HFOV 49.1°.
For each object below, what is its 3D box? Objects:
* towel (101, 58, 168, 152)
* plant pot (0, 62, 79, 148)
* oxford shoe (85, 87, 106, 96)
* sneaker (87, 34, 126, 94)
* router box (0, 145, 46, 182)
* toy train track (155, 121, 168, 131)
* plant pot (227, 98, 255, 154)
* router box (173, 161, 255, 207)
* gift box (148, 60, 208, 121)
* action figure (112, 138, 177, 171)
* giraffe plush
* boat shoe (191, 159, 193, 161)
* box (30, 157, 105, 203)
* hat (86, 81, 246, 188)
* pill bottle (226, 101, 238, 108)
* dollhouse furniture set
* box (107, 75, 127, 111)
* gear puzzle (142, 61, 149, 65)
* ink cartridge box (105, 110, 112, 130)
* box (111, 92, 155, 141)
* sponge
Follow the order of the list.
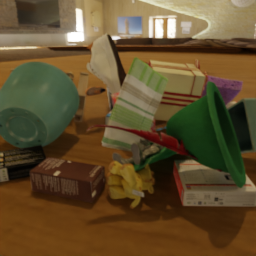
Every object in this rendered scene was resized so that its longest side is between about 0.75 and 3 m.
[{"bbox_3d":[0.252,-0.442,7.033,0.337,2.194,1.637,23,3,34],"label":"towel"},{"bbox_3d":[-2.770,-0.492,8.165,2.299,2.299,1.845,2,36,5],"label":"plant pot"},{"bbox_3d":[-1.104,-1.257,9.519,0.298,0.292,0.819,11,24,36],"label":"oxford shoe"},{"bbox_3d":[-0.790,-1.977,10.502,1.233,2.913,1.061,-22,-16,18],"label":"sneaker"},{"bbox_3d":[-2.774,0.875,6.967,1.404,0.359,1.047,-8,22,-21],"label":"router box"},{"bbox_3d":[1.286,0.022,9.319,1.941,0.316,1.113,-14,25,-33],"label":"toy train track"},{"bbox_3d":[3.410,-0.075,7.027,1.309,1.285,1.281,-8,-8,1],"label":"plant pot"},{"bbox_3d":[1.838,1.174,6.157,1.495,0.365,1.342,0,21,1],"label":"router box"},{"bbox_3d":[1.605,-1.383,9.680,1.930,1.907,2.066,7,30,-2],"label":"gift box"},{"bbox_3d":[0.880,0.473,7.087,1.727,0.799,2.924,-27,-8,37],"label":"action figure"},{"bbox_3d":[0.158,1.095,5.880,1.026,0.885,0.832,25,24,34],"label":"giraffe plush"},{"bbox_3d":[2.038,0.556,7.610,0.517,0.509,1.388,8,22,19],"label":"boat shoe"},{"bbox_3d":[-1.309,1.108,6.122,1.458,0.546,0.730,8,21,15],"label":"box"},{"bbox_3d":[0.997,0.275,5.964,2.219,2.520,2.088,-18,22,26],"label":"hat"},{"bbox_3d":[4.365,-0.528,9.948,1.613,0.899,0.899,-5,21,-11],"label":"pill bottle"},{"bbox_3d":[-2.648,-1.369,9.847,2.357,2.010,1.151,8,50,-7],"label":"dollhouse furniture set"},{"bbox_3d":[0.593,-1.417,11.701,2.861,0.692,2.266,-2,40,-8],"label":"box"},{"bbox_3d":[0.978,-3.056,13.965,0.224,0.885,1.708,-47,31,2],"label":"gear puzzle"},{"bbox_3d":[-0.159,-0.339,9.925,0.955,0.560,1.322,5,20,13],"label":"ink cartridge box"},{"bbox_3d":[0.141,-0.370,8.611,0.846,0.810,1.697,-18,48,-10],"label":"box"},{"bbox_3d":[3.535,-1.467,11.345,1.515,0.405,2.716,11,-6,10],"label":"sponge"}]
